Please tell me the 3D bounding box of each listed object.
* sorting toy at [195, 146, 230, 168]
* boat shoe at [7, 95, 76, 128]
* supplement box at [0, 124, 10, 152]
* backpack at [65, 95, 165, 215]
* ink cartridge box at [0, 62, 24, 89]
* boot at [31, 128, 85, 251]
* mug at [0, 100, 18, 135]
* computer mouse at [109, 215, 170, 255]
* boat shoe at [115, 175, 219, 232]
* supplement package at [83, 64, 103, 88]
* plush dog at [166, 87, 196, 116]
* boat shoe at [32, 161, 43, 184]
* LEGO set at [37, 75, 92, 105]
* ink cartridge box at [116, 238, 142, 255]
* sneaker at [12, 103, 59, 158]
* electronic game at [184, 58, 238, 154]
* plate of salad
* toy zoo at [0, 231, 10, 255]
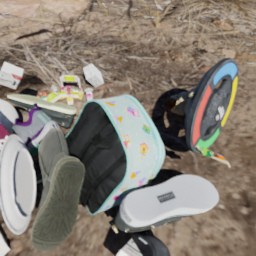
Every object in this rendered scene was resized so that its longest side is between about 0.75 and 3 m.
[{"bbox_3d":[1.870,0.601,6.167,0.843,1.141,0.168,29,95,17],"label":"sorting toy"},{"bbox_3d":[-3.024,-0.562,9.660,2.454,0.814,0.917,13,16,1],"label":"boat shoe"},{"bbox_3d":[-3.925,0.297,7.174,2.380,1.019,1.313,49,57,-5],"label":"supplement box"},{"bbox_3d":[-0.355,0.598,7.566,2.259,2.947,2.590,-12,59,-30],"label":"backpack"},{"bbox_3d":[-3.630,-1.587,8.615,0.577,0.800,0.335,19,60,-27],"label":"ink cartridge box"},{"bbox_3d":[-1.823,1.259,6.609,0.888,2.225,2.447,22,1,-32],"label":"boot"},{"bbox_3d":[-5.073,0.025,9.266,2.542,1.877,2.229,-6,22,26],"label":"mug"},{"bbox_3d":[0.281,2.600,6.664,1.334,0.437,1.899,30,-1,-19],"label":"computer mouse"},{"bbox_3d":[0.992,1.884,7.019,2.989,0.846,1.026,-2,52,-33],"label":"boat shoe"},{"bbox_3d":[-1.457,-2.198,11.817,0.438,0.789,0.615,-24,64,14],"label":"supplement package"},{"bbox_3d":[2.325,-0.859,10.587,1.670,1.560,1.944,12,17,30],"label":"plush dog"},{"bbox_3d":[-3.060,1.405,8.706,1.869,0.614,0.668,-28,53,-23],"label":"boat shoe"},{"bbox_3d":[-2.733,-1.407,11.126,2.596,0.966,1.194,-12,48,-11],"label":"LEGO set"},{"bbox_3d":[0.198,3.144,6.531,0.874,1.207,0.509,32,92,16],"label":"ink cartridge box"},{"bbox_3d":[-3.282,0.387,8.590,2.561,0.953,1.121,-39,87,14],"label":"sneaker"},{"bbox_3d":[2.505,-0.587,8.195,0.598,2.875,2.875,25,51,32],"label":"electronic game"},{"bbox_3d":[-2.478,1.210,6.088,0.509,2.121,2.121,-7,47,-3],"label":"plate of salad"},{"bbox_3d":[-4.391,3.010,7.415,1.802,0.281,2.746,-30,53,-25],"label":"toy zoo"}]
